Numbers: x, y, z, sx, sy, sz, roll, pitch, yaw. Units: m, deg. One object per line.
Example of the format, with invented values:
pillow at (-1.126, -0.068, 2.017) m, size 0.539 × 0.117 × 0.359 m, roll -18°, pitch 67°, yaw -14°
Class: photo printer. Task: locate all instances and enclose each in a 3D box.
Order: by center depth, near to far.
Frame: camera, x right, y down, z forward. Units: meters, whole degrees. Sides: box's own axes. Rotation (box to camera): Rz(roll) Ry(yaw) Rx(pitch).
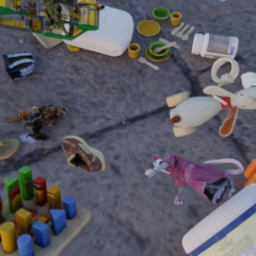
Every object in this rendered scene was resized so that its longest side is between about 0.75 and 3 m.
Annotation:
photo printer at (-0.964, -3.510, 9.898) m, size 2.251 × 0.782 × 1.873 m, roll 16°, pitch 58°, yaw -1°

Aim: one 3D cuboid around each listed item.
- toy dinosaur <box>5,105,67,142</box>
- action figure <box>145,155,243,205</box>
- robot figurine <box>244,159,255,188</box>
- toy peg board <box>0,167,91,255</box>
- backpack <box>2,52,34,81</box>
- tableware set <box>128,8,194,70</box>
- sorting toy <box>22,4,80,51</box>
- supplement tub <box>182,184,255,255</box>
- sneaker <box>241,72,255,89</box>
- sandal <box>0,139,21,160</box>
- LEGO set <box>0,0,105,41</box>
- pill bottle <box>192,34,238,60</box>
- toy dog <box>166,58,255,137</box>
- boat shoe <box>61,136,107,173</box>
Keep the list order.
toy dinosaur at (-2.632, -0.243, 8.194) m, size 1.663 × 0.850 × 1.129 m, roll -23°, pitch 45°, yaw 7°
action figure at (1.079, 0.766, 5.153) m, size 1.593 × 1.067 × 1.186 m, roll 24°, pitch 70°, yaw 42°
robot figurine at (4.026, 1.386, 6.743) m, size 2.222 × 1.598 × 1.296 m, roll 14°, pitch 102°, yaw 7°
toy peg board at (-1.562, 1.295, 4.275) m, size 1.435 × 0.705 × 1.441 m, roll 14°, pitch 28°, yaw 24°
backpack at (-3.543, -2.067, 9.234) m, size 0.945 × 0.636 × 0.863 m, roll -18°, pitch 60°, yaw -10°
tableware set at (1.047, -3.421, 10.192) m, size 1.911 × 0.435 × 2.837 m, roll 32°, pitch 64°, yaw 18°
sorting toy at (-2.504, -3.540, 10.364) m, size 1.787 × 0.321 × 2.399 m, roll -36°, pitch 71°, yaw -21°
supplement tub at (2.720, 2.818, 5.368) m, size 2.133 × 2.133 × 2.942 m, roll -30°, pitch 64°, yaw -17°
sneaker at (4.368, -1.424, 8.982) m, size 1.417 × 0.498 × 0.568 m, roll 1°, pitch 66°, yaw 8°
sandal at (-3.821, 0.518, 7.767) m, size 1.599 × 0.432 × 0.642 m, roll 2°, pitch 58°, yaw 1°
LEGO set at (-2.094, -3.323, 6.838) m, size 2.937 × 2.259 × 1.702 m, roll 2°, pitch 93°, yaw -21°
pill bottle at (2.941, -2.780, 9.581) m, size 1.393 × 0.793 × 0.793 m, roll 11°, pitch 59°, yaw 6°
toy dog at (1.022, -0.254, 3.684) m, size 0.852 × 1.292 × 0.622 m, roll 54°, pitch 33°, yaw 1°
boat shoe at (-0.806, 0.440, 4.457) m, size 0.386 × 0.387 × 1.072 m, roll -26°, pitch 38°, yaw -38°
